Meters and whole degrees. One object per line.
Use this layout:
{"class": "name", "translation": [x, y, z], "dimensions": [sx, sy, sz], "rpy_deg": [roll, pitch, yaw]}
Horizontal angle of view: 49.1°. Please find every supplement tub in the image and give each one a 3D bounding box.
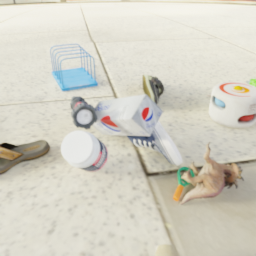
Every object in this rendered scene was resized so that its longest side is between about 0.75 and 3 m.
{"class": "supplement tub", "translation": [-1.276, 0.733, 8.490], "dimensions": [1.079, 1.538, 1.079], "rpy_deg": [-3, 74, 11]}

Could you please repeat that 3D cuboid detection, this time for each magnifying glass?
{"class": "magnifying glass", "translation": [1.623, 1.652, 8.355], "dimensions": [0.546, 0.154, 1.371], "rpy_deg": [31, 43, 8]}

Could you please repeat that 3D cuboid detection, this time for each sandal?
{"class": "sandal", "translation": [-3.904, 0.843, 9.252], "dimensions": [2.676, 0.730, 1.094], "rpy_deg": [-19, 36, -28]}

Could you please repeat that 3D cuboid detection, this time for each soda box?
{"class": "soda box", "translation": [-0.236, -0.373, 9.604], "dimensions": [2.922, 0.927, 0.997], "rpy_deg": [1, 54, 54]}

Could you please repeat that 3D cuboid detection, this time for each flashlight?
{"class": "flashlight", "translation": [-1.631, -0.638, 9.589], "dimensions": [0.823, 0.820, 2.422], "rpy_deg": [9, 15, -19]}

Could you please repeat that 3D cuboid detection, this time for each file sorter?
{"class": "file sorter", "translation": [-3.064, -3.425, 15.391], "dimensions": [1.945, 1.719, 2.803], "rpy_deg": [-12, 33, -21]}

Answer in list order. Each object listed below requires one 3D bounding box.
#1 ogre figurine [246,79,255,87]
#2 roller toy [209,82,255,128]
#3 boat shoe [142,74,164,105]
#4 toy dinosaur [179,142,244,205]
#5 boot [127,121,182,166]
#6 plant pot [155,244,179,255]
{"class": "ogre figurine", "translation": [6.730, -1.803, 13.044], "dimensions": [1.729, 1.415, 2.883], "rpy_deg": [5, 41, -15]}
{"class": "roller toy", "translation": [4.466, -1.035, 11.621], "dimensions": [2.149, 1.502, 1.961], "rpy_deg": [13, 34, 21]}
{"class": "boat shoe", "translation": [1.254, -1.929, 13.538], "dimensions": [0.983, 1.069, 2.991], "rpy_deg": [-6, 27, -1]}
{"class": "toy dinosaur", "translation": [2.452, 1.488, 8.000], "dimensions": [1.519, 0.962, 2.241], "rpy_deg": [38, 57, 12]}
{"class": "boot", "translation": [0.794, 0.466, 9.899], "dimensions": [1.222, 0.984, 2.704], "rpy_deg": [-36, 51, 10]}
{"class": "plant pot", "translation": [0.797, 2.844, 5.676], "dimensions": [0.779, 0.779, 0.832], "rpy_deg": [2, 50, 4]}
